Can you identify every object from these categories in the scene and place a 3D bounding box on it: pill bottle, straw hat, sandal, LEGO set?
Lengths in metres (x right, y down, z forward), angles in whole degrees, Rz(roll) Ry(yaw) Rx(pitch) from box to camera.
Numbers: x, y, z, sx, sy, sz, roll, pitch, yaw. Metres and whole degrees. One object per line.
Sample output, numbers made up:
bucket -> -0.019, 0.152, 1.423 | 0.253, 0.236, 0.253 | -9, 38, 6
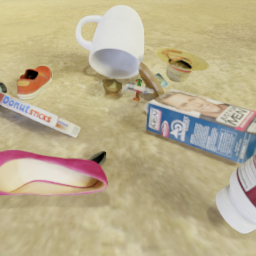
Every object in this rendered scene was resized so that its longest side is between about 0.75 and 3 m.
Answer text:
pill bottle -> 2.461, 0.894, 4.605 | 1.116, 1.975, 1.116 | 26, 34, -20
straw hat -> 1.715, -2.004, 9.529 | 1.894, 0.802, 1.894 | 9, 35, -6
sandal -> -0.629, -1.489, 10.363 | 0.703, 0.473, 1.751 | 2, 17, -12
LEGO set -> 0.767, -1.183, 9.407 | 1.368, 0.449, 1.831 | -29, 71, -22

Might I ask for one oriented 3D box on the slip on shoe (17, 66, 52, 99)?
slip on shoe -> -3.553, -1.941, 10.730 | 0.936, 0.773, 2.528 | 1, 31, 5

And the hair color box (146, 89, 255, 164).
hair color box -> 2.117, -0.139, 7.600 | 2.953, 0.894, 1.477 | 20, 32, 30

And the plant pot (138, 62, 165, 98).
plant pot -> 0.770, -1.558, 9.616 | 0.207, 1.509, 1.509 | -35, 39, -2

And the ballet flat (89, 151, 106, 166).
ballet flat -> -0.879, 0.875, 6.657 | 0.356, 0.304, 1.071 | 37, 40, 4

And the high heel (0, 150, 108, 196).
high heel -> -1.729, 0.975, 5.218 | 2.631, 0.886, 1.262 | 6, 6, -27

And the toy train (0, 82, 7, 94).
toy train -> -5.106, -1.122, 8.648 | 2.479, 1.057, 1.413 | -33, 87, -39

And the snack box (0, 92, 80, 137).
snack box -> -2.786, -0.456, 8.113 | 2.921, 0.355, 1.050 | 21, -6, 28

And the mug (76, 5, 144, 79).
mug -> -0.686, -3.574, 11.055 | 2.737, 2.021, 2.400 | 12, 68, -8
